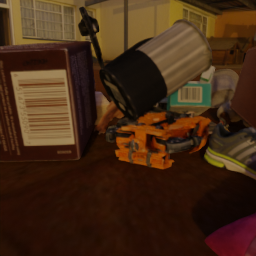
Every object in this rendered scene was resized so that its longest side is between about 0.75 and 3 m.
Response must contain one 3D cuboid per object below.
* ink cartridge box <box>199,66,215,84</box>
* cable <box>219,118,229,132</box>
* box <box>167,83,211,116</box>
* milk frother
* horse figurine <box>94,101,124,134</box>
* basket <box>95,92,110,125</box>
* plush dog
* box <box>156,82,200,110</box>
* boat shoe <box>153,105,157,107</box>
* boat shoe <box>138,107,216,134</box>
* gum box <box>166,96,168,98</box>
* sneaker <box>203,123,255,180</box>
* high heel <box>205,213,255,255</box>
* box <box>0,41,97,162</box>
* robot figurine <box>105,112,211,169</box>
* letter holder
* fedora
[{"bbox_3d":[2.949,-1.890,10.527,0.332,0.587,0.800,24,-16,17],"label":"ink cartridge box"},{"bbox_3d":[2.556,-0.048,7.589,0.223,0.431,0.887,-36,-9,9],"label":"cable"},{"bbox_3d":[1.789,-0.805,8.689,1.093,0.653,2.656,2,-3,6],"label":"box"},{"bbox_3d":[0.336,-1.904,6.591,2.361,2.510,2.265,-36,56,-12],"label":"milk frother"},{"bbox_3d":[0.185,-0.867,8.078,2.784,0.695,1.845,-38,-7,2],"label":"horse figurine"},{"bbox_3d":[-1.109,-0.579,8.600,0.842,0.834,0.677,-9,44,-39],"label":"basket"},{"bbox_3d":[3.449,-0.594,8.869,1.266,1.182,1.474,-19,5,27],"label":"plush dog"},{"bbox_3d":[2.040,-1.271,11.023,1.832,1.068,0.551,2,-29,0],"label":"box"},{"bbox_3d":[1.286,-1.083,11.871,1.110,0.349,0.405,1,14,5],"label":"boat shoe"},{"bbox_3d":[1.191,-0.283,7.853,2.582,0.736,0.863,6,10,21],"label":"boat shoe"},{"bbox_3d":[1.535,-1.291,9.683,1.601,0.357,1.360,0,-2,-17],"label":"gum box"},{"bbox_3d":[2.279,0.429,4.987,1.993,0.807,0.736,13,19,41],"label":"sneaker"},{"bbox_3d":[1.438,1.010,3.256,0.707,0.496,1.470,19,25,25],"label":"high heel"},{"bbox_3d":[-1.992,-0.741,6.306,2.157,2.179,2.626,-3,19,3],"label":"box"},{"bbox_3d":[0.766,0.178,6.039,1.959,0.786,2.702,8,16,30],"label":"robot figurine"},{"bbox_3d":[3.586,-0.913,6.588,1.292,1.825,2.568,9,18,2],"label":"letter holder"},{"bbox_3d":[3.665,-1.429,11.278,1.811,1.601,0.818,-21,34,21],"label":"fedora"}]
